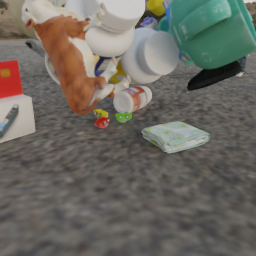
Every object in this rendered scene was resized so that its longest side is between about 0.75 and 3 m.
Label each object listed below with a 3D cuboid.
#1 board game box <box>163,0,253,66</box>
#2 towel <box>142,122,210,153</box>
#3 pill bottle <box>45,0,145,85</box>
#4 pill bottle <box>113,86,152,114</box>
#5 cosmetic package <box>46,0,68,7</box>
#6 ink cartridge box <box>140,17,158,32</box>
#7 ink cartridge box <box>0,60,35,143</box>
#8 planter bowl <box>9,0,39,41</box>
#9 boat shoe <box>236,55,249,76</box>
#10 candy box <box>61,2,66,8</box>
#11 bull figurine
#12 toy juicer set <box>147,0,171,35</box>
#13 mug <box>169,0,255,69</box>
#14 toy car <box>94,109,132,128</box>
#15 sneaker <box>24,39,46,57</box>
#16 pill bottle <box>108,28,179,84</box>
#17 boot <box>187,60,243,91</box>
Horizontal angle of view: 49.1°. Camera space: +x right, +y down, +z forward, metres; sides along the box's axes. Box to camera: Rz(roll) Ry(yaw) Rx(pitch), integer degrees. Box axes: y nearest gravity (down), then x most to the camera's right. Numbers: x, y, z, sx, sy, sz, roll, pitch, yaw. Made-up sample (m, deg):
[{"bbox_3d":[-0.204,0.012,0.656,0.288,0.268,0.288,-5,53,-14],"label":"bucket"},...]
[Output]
[{"bbox_3d":[2.026,-3.244,7.731,0.575,1.944,2.556,28,44,-37],"label":"board game box"},{"bbox_3d":[1.321,0.197,7.948,1.521,0.366,1.302,-11,25,-27],"label":"towel"},{"bbox_3d":[-0.738,-1.916,5.837,1.474,1.474,2.463,-15,-13,-33],"label":"pill bottle"},{"bbox_3d":[0.223,-1.095,10.508,0.859,0.859,1.531,15,26,32],"label":"pill bottle"},{"bbox_3d":[-1.867,-3.366,6.841,0.680,0.574,1.316,5,37,1],"label":"cosmetic package"},{"bbox_3d":[0.838,-3.863,10.900,0.610,0.894,0.341,-32,53,-6],"label":"ink cartridge box"},{"bbox_3d":[-3.833,-0.595,7.531,0.543,2.141,2.430,19,29,40],"label":"ink cartridge box"},{"bbox_3d":[-2.907,-3.828,9.129,1.499,2.227,2.227,-6,22,-5],"label":"planter bowl"},{"bbox_3d":[3.340,-2.203,8.689,0.702,0.580,1.876,25,34,6],"label":"boat shoe"},{"bbox_3d":[-1.147,-3.684,8.848,1.883,0.521,1.087,15,13,-33],"label":"candy box"},{"bbox_3d":[-0.748,-1.128,3.981,1.116,1.838,0.598,-17,13,20],"label":"bull figurine"},{"bbox_3d":[1.807,-3.748,10.249,0.802,2.947,1.875,1,-15,-46],"label":"toy juicer set"},{"bbox_3d":[1.601,-2.226,5.733,1.385,1.841,2.240,-21,-26,33],"label":"mug"},{"bbox_3d":[-0.497,-0.307,9.300,1.271,0.301,1.351,-3,23,-7],"label":"toy car"},{"bbox_3d":[-3.391,-2.874,10.217,0.876,0.327,0.359,37,33,-4],"label":"sneaker"},{"bbox_3d":[0.193,-1.871,7.456,1.369,1.369,2.445,-12,13,-28],"label":"pill bottle"},{"bbox_3d":[2.316,-1.962,8.007,1.700,1.393,0.629,-20,-3,24],"label":"boot"}]
